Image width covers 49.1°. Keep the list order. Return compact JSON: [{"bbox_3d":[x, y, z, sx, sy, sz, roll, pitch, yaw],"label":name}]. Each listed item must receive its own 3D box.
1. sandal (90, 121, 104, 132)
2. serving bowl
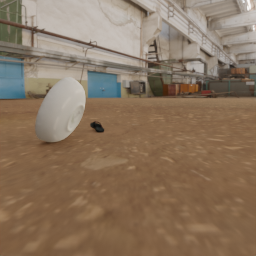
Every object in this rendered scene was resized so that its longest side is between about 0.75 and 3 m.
[{"bbox_3d":[-0.884,-0.068,8.172,0.289,0.184,0.768,-6,20,-26],"label":"sandal"},{"bbox_3d":[-1.377,-0.323,6.250,0.507,1.542,1.542,26,12,9],"label":"serving bowl"}]
